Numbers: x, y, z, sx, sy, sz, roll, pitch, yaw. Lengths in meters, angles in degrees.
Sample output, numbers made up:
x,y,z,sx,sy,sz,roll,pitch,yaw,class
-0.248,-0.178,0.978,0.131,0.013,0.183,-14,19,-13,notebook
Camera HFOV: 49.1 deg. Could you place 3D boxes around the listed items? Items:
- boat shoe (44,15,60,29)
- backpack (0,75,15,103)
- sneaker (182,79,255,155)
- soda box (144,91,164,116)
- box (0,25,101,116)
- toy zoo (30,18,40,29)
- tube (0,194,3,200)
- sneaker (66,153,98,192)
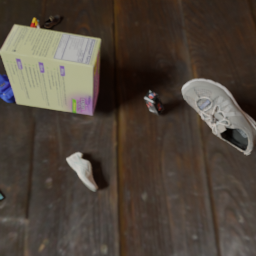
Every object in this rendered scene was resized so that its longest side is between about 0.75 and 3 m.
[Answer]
x,y,z,sx,sy,sz,roll,pitch,yaw,class
-3.185,-4.496,11.754,0.295,0.291,0.793,39,73,14,boat shoe
-4.479,-1.402,10.274,0.945,0.793,0.768,41,81,11,backpack
2.884,-0.375,8.609,2.949,1.102,1.209,37,41,-1,sneaker
0.907,-0.842,9.743,0.402,1.136,0.360,29,79,25,soda box
-2.366,-1.802,9.223,2.727,2.399,1.319,9,55,-1,box
-3.816,-4.080,11.459,0.084,0.537,0.818,8,69,5,toy zoo
-4.648,2.480,9.013,1.161,0.293,0.450,-41,81,-19,tube
-1.421,1.429,9.285,0.601,0.527,1.500,-36,72,-16,sneaker
